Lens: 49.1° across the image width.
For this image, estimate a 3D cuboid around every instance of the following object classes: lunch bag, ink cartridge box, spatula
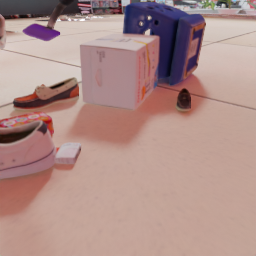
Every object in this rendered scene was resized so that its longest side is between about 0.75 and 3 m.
[{"bbox_3d":[-2.590,-0.038,7.078,1.217,0.499,1.072,-17,27,-32],"label":"lunch bag"},{"bbox_3d":[-1.498,0.544,6.204,0.797,0.227,0.648,6,27,2],"label":"ink cartridge box"},{"bbox_3d":[-0.183,-1.979,9.342,1.843,1.876,2.548,10,29,18],"label":"ink cartridge box"},{"bbox_3d":[-1.584,-2.676,6.420,0.788,0.286,2.787,7,-21,-41],"label":"spatula"}]

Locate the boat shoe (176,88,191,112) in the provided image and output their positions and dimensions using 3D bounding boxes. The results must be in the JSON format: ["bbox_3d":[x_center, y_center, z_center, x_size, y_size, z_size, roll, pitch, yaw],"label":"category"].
[{"bbox_3d":[1.754,-0.897,8.822,0.461,0.416,1.282,4,27,9],"label":"boat shoe"}]

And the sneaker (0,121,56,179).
[{"bbox_3d":[-2.923,0.477,5.309,2.967,1.050,1.083,-14,29,-20],"label":"sneaker"}]

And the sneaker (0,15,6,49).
[{"bbox_3d":[-3.785,-2.400,6.875,1.540,0.982,2.665,-26,48,-13],"label":"sneaker"}]

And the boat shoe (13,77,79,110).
[{"bbox_3d":[-2.584,-1.091,8.926,2.185,0.684,0.778,-18,33,-29],"label":"boat shoe"}]

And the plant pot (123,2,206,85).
[{"bbox_3d":[1.489,-3.376,11.278,2.550,2.836,2.836,19,31,22],"label":"plant pot"}]
